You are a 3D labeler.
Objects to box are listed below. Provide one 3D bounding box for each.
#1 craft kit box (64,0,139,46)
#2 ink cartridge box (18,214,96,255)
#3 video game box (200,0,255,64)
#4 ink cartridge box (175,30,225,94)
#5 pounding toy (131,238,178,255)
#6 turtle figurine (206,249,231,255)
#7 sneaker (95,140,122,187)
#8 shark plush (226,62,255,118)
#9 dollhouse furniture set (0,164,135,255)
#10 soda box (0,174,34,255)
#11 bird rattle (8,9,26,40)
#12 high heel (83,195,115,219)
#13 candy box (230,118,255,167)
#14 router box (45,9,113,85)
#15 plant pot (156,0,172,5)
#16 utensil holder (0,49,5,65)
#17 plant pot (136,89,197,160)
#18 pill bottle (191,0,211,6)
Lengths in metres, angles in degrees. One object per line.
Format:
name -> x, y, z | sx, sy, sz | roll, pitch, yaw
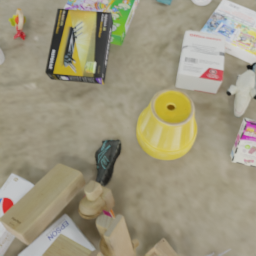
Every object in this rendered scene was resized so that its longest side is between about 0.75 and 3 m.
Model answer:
craft kit box -> -1.141, -4.663, 11.201 | 2.627, 0.637, 2.595 | 14, 67, 7
ink cartridge box -> -1.737, 3.705, 7.071 | 2.108, 0.465, 2.147 | -41, 69, -18
video game box -> 4.218, -3.725, 10.739 | 2.339, 0.548, 2.131 | 30, 65, 14
ink cartridge box -> 2.555, -2.330, 9.866 | 1.446, 0.839, 2.004 | 11, 64, 5
pounding toy -> 0.600, 3.309, 7.167 | 1.252, 1.100, 0.573 | 47, 32, 20
turtle figurine -> 1.974, 4.092, 6.478 | 2.357, 1.186, 1.764 | -43, 56, -3
sneaker -> -0.707, 1.046, 8.385 | 0.648, 0.617, 1.635 | 10, 54, 15
shark plush -> 3.886, -1.410, 9.461 | 0.963, 0.882, 2.119 | 1, 56, 24
dollhouse furniture set -> -1.345, 2.907, 7.096 | 2.773, 2.260, 2.637 | 14, 43, 32
soda box -> -3.371, 2.554, 7.409 | 0.801, 0.857, 2.516 | 24, 66, 11
bird rattle -> -4.168, -3.947, 10.591 | 0.639, 0.925, 1.135 | 5, 52, -27
high heel -> -0.829, 2.267, 7.878 | 0.521, 0.366, 1.087 | -38, 77, 1
candy box -> 3.669, 0.457, 8.233 | 0.915, 1.342, 0.409 | 14, 25, 6
router box -> -1.677, -2.881, 9.908 | 1.974, 0.656, 2.511 | 6, 78, 4
plant pot -> 1.501, -5.613, 11.225 | 0.693, 0.981, 0.693 | 1, 45, -31
utensil holder -> -4.962, -2.758, 10.038 | 0.788, 0.928, 0.788 | 0, 64, 0
plant pot -> 1.187, -0.195, 8.299 | 1.859, 1.749, 1.859 | 0, 62, 0
pill bottle -> 3.268, -5.973, 11.642 | 0.943, 0.943, 1.703 | 22, 65, 11
